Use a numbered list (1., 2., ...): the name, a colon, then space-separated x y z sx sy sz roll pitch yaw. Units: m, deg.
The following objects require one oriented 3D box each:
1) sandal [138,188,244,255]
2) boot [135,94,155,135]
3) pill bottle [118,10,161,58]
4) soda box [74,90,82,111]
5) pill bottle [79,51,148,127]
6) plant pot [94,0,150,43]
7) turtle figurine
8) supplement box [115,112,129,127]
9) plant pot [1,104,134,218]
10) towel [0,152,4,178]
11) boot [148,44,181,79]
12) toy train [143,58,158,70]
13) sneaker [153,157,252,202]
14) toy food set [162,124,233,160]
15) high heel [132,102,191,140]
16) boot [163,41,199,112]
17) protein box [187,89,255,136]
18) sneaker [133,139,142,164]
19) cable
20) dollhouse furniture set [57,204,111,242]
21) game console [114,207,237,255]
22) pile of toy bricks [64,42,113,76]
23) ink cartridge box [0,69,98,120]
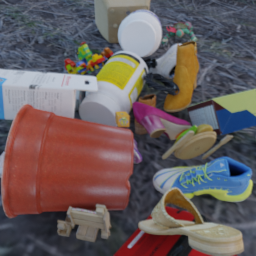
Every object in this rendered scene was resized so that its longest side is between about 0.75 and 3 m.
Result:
1. sandal: 0.970 1.507 5.052 0.940 2.564 0.843 -2 83 -25
2. boot: 0.710 -0.533 8.903 0.577 1.167 1.504 22 29 36
3. pill bottle: 0.515 -3.929 11.750 1.782 1.782 2.978 4 26 5
4. soda box: -2.023 -1.282 10.421 0.531 0.494 1.557 -2 40 -3
5. pill bottle: -0.457 -1.243 9.449 1.572 1.572 2.751 14 48 16
6. plant pot: -0.191 -5.981 14.348 2.926 2.930 2.594 -6 51 -7
7. turtle figurine: 2.623 -4.764 14.137 1.697 1.141 2.267 9 35 10
8. supplement box: -0.164 -0.233 7.262 0.307 0.317 0.921 1 8 -6
9. plant pot: -1.225 0.863 6.525 2.492 2.563 2.563 7 40 -6
10. towel: -3.322 1.061 7.935 0.932 0.150 0.890 8 41 9
11. boot: 2.005 -2.709 11.646 1.151 0.885 2.407 24 54 39
12. toy train: 0.236 -2.372 11.149 1.906 0.436 0.325 -13 27 23
13. sneaker: 1.844 1.131 6.924 2.434 1.279 0.922 2 45 5
14. toy food set: 1.720 0.365 7.188 1.827 1.261 0.367 7 48 -40
15. high heel: 1.045 -0.242 8.312 2.314 0.779 1.110 -3 54 -47
16. boot: 1.800 -1.864 9.689 0.916 1.864 2.604 7 36 29
17. protein box: 2.856 -0.391 8.392 1.509 1.026 1.520 -14 -1 -15
18. sneaker: 0.097 0.576 8.303 0.514 0.467 1.162 -14 42 -34
19. cable: 1.028 -1.490 9.434 1.118 0.348 1.371 0 34 -27
20. dollhouse furniture set: -0.965 1.775 6.051 1.235 1.449 0.707 7 45 9
21. game console: 0.896 2.932 5.681 2.265 1.344 1.952 -36 21 -36
22. pile of toy bricks: -1.577 -2.724 10.825 1.259 1.120 2.269 -36 16 -34
23. ink cartridge box: -2.382 -0.918 7.948 2.938 0.980 1.702 3 23 -10
